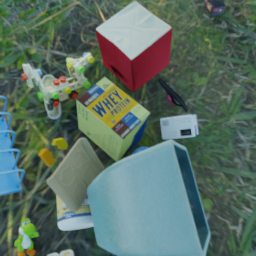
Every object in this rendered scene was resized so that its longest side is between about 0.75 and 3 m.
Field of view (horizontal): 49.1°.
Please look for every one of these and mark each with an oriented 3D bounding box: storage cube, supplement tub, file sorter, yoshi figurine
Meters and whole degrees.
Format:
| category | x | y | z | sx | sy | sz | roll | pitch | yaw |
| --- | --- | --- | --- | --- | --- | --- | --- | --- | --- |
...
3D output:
| category | x | y | z | sx | sy | sz | roll | pitch | yaw |
| --- | --- | --- | --- | --- | --- | --- | --- | --- | --- |
| storage cube | 0.257 | -3.012 | 10.468 | 2.267 | 2.038 | 1.938 | -40 | 70 | -12 |
| supplement tub | -1.541 | 2.110 | 8.629 | 1.320 | 1.320 | 1.825 | -9 | 66 | -4 |
| file sorter | -4.349 | 0.566 | 8.390 | 1.890 | 1.671 | 2.723 | -7 | 63 | -34 |
| yoshi figurine | -2.996 | 3.275 | 8.301 | 0.615 | 0.617 | 1.098 | 1 | 93 | 8 |

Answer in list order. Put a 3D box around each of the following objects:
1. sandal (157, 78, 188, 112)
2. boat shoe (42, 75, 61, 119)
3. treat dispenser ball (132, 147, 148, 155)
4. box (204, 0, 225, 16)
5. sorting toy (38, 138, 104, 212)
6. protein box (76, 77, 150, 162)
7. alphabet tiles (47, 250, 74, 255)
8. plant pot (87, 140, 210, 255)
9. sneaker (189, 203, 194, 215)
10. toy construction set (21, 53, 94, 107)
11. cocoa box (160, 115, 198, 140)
| category | x | y | z | sx | sy | sz | roll | pitch | yaw |
| --- | --- | --- | --- | --- | --- | --- | --- | --- | --- |
| sandal | 1.496 | -1.093 | 9.704 | 1.533 | 0.576 | 0.345 | 44 | 111 | -10 |
| boat shoe | -2.884 | -1.263 | 10.537 | 0.687 | 0.592 | 1.908 | -15 | 67 | -8 |
| treat dispenser ball | 0.516 | 1.083 | 9.327 | 0.893 | 0.893 | 0.893 | 0 | 66 | 0 |
| box | 3.855 | -5.538 | 12.510 | 0.567 | 0.492 | 0.928 | -14 | 67 | -6 |
| sorting toy | -1.526 | 1.050 | 7.545 | 0.285 | 2.128 | 1.586 | 7 | 47 | 36 |
| protein box | -0.549 | -0.217 | 9.259 | 1.913 | 1.899 | 1.291 | 40 | 64 | 14 |
| alphabet tiles | -2.038 | 4.669 | 7.967 | 2.106 | 0.154 | 2.060 | -10 | 62 | -12 |
| plant pot | 0.469 | 2.035 | 7.522 | 2.666 | 2.610 | 2.617 | -17 | 76 | 15 |
| sneaker | 0.797 | 2.054 | 8.028 | 2.117 | 0.748 | 1.034 | 6 | 26 | 9 |
| toy construction set | -2.355 | -1.684 | 9.713 | 2.448 | 1.605 | 1.127 | -15 | 47 | -22 |
| cocoa box | 1.752 | -0.033 | 9.556 | 1.103 | 0.724 | 0.735 | -7 | 93 | 27 |
